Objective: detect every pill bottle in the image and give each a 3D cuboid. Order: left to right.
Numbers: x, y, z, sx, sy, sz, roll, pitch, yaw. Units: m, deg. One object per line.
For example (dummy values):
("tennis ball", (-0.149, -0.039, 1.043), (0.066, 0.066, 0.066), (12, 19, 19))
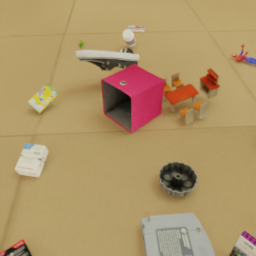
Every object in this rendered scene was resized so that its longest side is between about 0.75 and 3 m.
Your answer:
("pill bottle", (0.053, -4.209, 13.107), (0.507, 0.891, 0.507), (-1, 84, 12))

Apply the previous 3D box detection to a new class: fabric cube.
("fabric cube", (0.152, -1.007, 9.262), (1.474, 1.478, 1.450), (-31, 49, -30))

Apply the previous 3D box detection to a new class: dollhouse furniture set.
("dollhouse furniture set", (2.174, -1.299, 9.662), (1.836, 0.956, 1.856), (-23, 51, -10))

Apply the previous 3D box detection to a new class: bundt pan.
("bundt pan", (1.297, 1.394, 7.394), (1.033, 0.388, 1.033), (-1, 42, 1))

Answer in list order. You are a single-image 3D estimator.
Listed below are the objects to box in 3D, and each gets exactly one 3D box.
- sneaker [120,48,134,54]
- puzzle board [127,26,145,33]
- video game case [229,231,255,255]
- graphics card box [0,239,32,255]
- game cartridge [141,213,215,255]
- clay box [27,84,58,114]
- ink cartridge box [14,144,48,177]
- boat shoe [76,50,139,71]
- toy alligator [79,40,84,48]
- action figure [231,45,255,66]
("sneaker", (0.038, -2.777, 11.540), (0.548, 0.980, 0.358), (-6, 17, 26))
("puzzle board", (0.437, -5.371, 15.183), (0.932, 0.081, 0.703), (5, 42, 6))
("video game case", (2.600, 2.672, 5.512), (0.196, 0.994, 1.097), (-32, 51, -31))
("graphics card box", (-2.236, 2.939, 5.746), (0.687, 0.278, 1.095), (-27, 47, -28))
("game cartridge", (1.098, 2.832, 5.793), (1.442, 0.450, 2.166), (0, 42, -6))
("clay box", (-2.960, -1.027, 9.783), (0.545, 0.226, 0.948), (43, 75, -2))
("ink cartridge box", (-2.682, 0.906, 7.816), (0.611, 0.353, 0.837), (7, 59, 9))
("boat shoe", (-0.693, -2.466, 10.422), (2.557, 0.724, 0.878), (-4, 17, -30))
("toy alligator", (-2.284, -4.015, 13.588), (0.211, 0.231, 0.778), (-37, 39, 21))
("action figure", (5.342, -3.163, 12.242), (1.573, 0.779, 0.513), (20, 45, 24))
